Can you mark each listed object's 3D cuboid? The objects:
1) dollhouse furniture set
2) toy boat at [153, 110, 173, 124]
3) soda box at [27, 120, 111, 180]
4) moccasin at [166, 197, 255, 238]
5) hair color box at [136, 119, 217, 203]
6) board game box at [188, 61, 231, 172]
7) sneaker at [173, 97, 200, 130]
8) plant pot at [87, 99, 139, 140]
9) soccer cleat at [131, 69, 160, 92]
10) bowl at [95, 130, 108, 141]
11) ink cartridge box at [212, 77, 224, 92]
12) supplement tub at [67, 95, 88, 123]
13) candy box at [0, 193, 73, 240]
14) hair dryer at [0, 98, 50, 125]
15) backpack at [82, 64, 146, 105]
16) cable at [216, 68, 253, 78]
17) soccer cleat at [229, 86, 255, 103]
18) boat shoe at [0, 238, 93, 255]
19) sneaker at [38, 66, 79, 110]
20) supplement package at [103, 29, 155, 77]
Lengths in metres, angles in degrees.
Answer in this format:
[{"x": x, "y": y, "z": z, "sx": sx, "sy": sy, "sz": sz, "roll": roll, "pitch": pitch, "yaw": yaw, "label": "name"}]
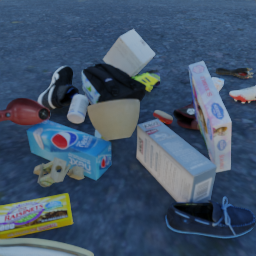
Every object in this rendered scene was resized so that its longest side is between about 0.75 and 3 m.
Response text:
[{"x": -1.693, "y": 1.217, "z": 6.733, "sx": 0.971, "sy": 0.858, "sz": 0.540, "roll": -26, "pitch": 48, "yaw": 40, "label": "dollhouse furniture set"}, {"x": 1.067, "y": -0.240, "z": 8.865, "sx": 0.495, "sy": 0.496, "sz": 0.759, "roll": 32, "pitch": 12, "yaw": 32, "label": "toy boat"}, {"x": -1.558, "y": 0.516, "z": 7.356, "sx": 2.245, "sy": 0.762, "sz": 0.720, "roll": 17, "pitch": 36, "yaw": 24, "label": "soda box"}, {"x": 1.657, "y": 1.767, "z": 5.519, "sx": 1.771, "sy": 0.604, "sz": 0.713, "roll": -2, "pitch": 32, "yaw": -4, "label": "moccasin"}, {"x": 1.015, "y": 0.794, "z": 6.612, "sx": 0.664, "sy": 1.084, "sz": 2.189, "roll": -17, "pitch": 36, "yaw": -24, "label": "hair color box"}, {"x": 2.004, "y": -0.240, "z": 6.879, "sx": 0.407, "sy": 1.979, "sz": 1.974, "roll": -15, "pitch": 49, "yaw": 8, "label": "board game box"}, {"x": 2.119, "y": -0.734, "z": 9.267, "sx": 1.374, "sy": 0.900, "sz": 2.378, "roll": -5, "pitch": 33, "yaw": -2, "label": "sneaker"}, {"x": -0.309, "y": -0.159, "z": 6.932, "sx": 1.297, "sy": 0.871, "sz": 1.297, "roll": -8, "pitch": -1, "yaw": 0, "label": "plant pot"}, {"x": 0.666, "y": -1.761, "z": 10.913, "sx": 0.614, "sy": 0.794, "sz": 1.899, "roll": -2, "pitch": 17, "yaw": 42, "label": "soccer cleat"}, {"x": -0.569, "y": 0.006, "z": 8.176, "sx": 0.517, "sy": 0.960, "sz": 0.960, "roll": 16, "pitch": 27, "yaw": -21, "label": "bowl"}, {"x": 3.552, "y": -1.766, "z": 11.436, "sx": 0.493, "sy": 0.291, "sz": 0.857, "roll": 17, "pitch": 36, "yaw": 25, "label": "ink cartridge box"}, {"x": -1.616, "y": -0.608, "z": 9.064, "sx": 0.539, "sy": 0.539, "sz": 0.817, "roll": 4, "pitch": 55, "yaw": 7, "label": "supplement tub"}, {"x": -1.980, "y": 1.819, "z": 5.816, "sx": 1.552, "sy": 0.205, "sz": 0.793, "roll": -9, "pitch": 30, "yaw": -14, "label": "candy box"}, {"x": -3.358, "y": -0.220, "z": 7.437, "sx": 2.812, "sy": 0.764, "sz": 2.141, "roll": -8, "pitch": 21, "yaw": 8, "label": "hair dryer"}, {"x": -0.744, "y": -1.405, "z": 9.839, "sx": 1.841, "sy": 1.735, "sz": 2.257, "roll": -26, "pitch": 60, "yaw": -25, "label": "backpack"}, {"x": 4.780, "y": -2.422, "z": 12.618, "sx": 1.593, "sy": 0.401, "sz": 0.774, "roll": -1, "pitch": 47, "yaw": 21, "label": "cable"}, {"x": 4.693, "y": -1.310, "z": 10.254, "sx": 1.818, "sy": 0.774, "sz": 0.624, "roll": 9, "pitch": 33, "yaw": 12, "label": "soccer cleat"}, {"x": -1.858, "y": 2.294, "z": 4.542, "sx": 2.530, "sy": 0.945, "sz": 0.865, "roll": 4, "pitch": 54, "yaw": 0, "label": "boat shoe"}, {"x": -2.146, "y": -1.436, "z": 9.896, "sx": 1.216, "sy": 0.794, "sz": 2.174, "roll": -3, "pitch": 47, "yaw": 28, "label": "sneaker"}, {"x": 0.034, "y": -2.905, "z": 11.436, "sx": 1.374, "sy": 1.437, "sz": 1.057, "roll": 49, "pitch": 49, "yaw": -3, "label": "supplement package"}]
